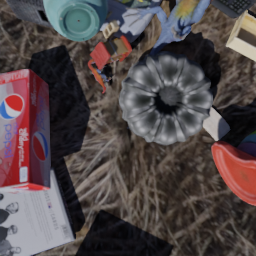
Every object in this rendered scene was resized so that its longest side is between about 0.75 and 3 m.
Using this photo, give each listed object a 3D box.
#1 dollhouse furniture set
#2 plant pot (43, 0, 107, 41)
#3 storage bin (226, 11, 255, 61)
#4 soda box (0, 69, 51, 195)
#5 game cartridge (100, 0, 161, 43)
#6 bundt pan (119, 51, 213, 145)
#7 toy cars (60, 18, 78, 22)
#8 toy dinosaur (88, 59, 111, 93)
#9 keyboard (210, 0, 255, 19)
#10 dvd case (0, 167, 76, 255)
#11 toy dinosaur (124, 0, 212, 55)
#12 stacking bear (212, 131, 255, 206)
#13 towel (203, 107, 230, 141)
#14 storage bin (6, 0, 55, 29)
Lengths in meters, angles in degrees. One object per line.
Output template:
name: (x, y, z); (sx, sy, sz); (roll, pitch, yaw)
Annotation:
dollhouse furniture set: (-0.707, -2.509, 7.527); (0.878, 0.663, 1.631); (-27, 87, -36)
plant pot: (-1.164, -2.658, 6.467); (1.524, 1.524, 1.021); (-13, 50, -1)
storage bin: (3.540, -2.590, 7.872); (1.133, 0.531, 1.125); (27, 77, -2)
soda box: (-2.613, 0.074, 7.024); (0.946, 1.044, 2.983); (-11, 69, 11)
game cartridge: (0.053, -4.093, 8.142); (1.958, 0.601, 2.942); (23, 85, -2)
bundt pan: (1.027, -0.737, 7.275); (2.594, 0.973, 2.594); (0, 98, 0)
toy cars: (-1.674, -2.899, 7.752); (0.201, 0.909, 0.407); (-4, 89, 44)
toy dinosaur: (-0.817, -1.516, 7.749); (0.428, 0.741, 0.816); (-31, 44, 25)
keyboard: (2.640, -4.186, 7.968); (1.506, 0.244, 2.369); (-42, 73, -10)
dvd case: (-2.967, 2.435, 7.505); (2.697, 0.334, 2.027); (-19, 83, -1)
toy dinosaur: (1.497, -2.693, 7.385); (2.944, 2.671, 1.546); (-10, 56, -30)
stacking bear: (3.836, 0.530, 7.106); (2.835, 1.722, 1.612); (-31, 121, -17)
towel: (2.423, -0.107, 7.911); (0.564, 0.147, 0.852); (-43, 85, -5)
storage bin: (-2.285, -4.138, 7.491); (1.107, 1.596, 2.361); (14, 85, -3)
